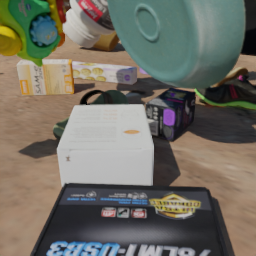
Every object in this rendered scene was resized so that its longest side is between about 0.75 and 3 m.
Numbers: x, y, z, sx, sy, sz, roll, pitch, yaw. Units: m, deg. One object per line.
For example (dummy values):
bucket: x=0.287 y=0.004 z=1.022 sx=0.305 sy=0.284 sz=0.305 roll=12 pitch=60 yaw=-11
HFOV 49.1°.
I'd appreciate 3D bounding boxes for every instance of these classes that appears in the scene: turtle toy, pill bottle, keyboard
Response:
turtle toy: x=-2.030 y=-2.606 z=5.698 sx=1.362 sy=2.694 sz=1.964 roll=-10 pitch=14 yaw=-1
pill bottle: x=-0.607 y=-3.636 z=7.753 sx=1.574 sy=2.843 sz=1.574 roll=32 pitch=35 yaw=-26
keyboard: x=2.028 y=-2.192 z=5.382 sx=2.521 sy=1.514 sz=0.323 roll=19 pitch=13 yaw=38

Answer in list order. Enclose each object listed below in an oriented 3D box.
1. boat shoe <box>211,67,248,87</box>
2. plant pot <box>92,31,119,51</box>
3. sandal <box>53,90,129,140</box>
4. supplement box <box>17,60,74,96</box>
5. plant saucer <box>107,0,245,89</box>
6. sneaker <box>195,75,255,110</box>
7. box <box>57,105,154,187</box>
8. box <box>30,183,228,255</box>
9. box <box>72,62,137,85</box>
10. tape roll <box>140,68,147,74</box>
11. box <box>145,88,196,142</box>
boat shoe: x=3.525 y=-1.764 z=10.251 sx=2.314 sy=0.835 sz=0.833 roll=-26 pitch=36 yaw=-33
plant pot: x=-2.011 y=-6.199 z=17.741 sx=2.884 sy=2.688 sz=2.688 roll=35 pitch=33 yaw=6
sandal: x=-0.832 y=-0.527 z=7.482 sx=1.184 sy=0.851 sz=2.981 roll=10 pitch=27 yaw=20
supplement box: x=-2.847 y=-1.780 z=9.861 sx=1.792 sy=1.129 sz=0.659 roll=-3 pitch=27 yaw=-6
plant saucer: x=0.463 y=-1.756 z=4.470 sx=0.510 sy=2.839 sz=2.839 roll=-36 pitch=38 yaw=-20
sneaker: x=3.307 y=-1.195 z=8.739 sx=2.397 sy=1.004 sz=0.920 roll=5 pitch=25 yaw=11
box: x=-0.372 y=0.374 z=5.295 sx=1.505 sy=1.051 sz=1.977 roll=-1 pitch=25 yaw=-1
box: x=0.028 y=1.551 z=3.400 sx=2.257 sy=0.561 sz=2.240 roll=2 pitch=24 yaw=5
box: x=-1.108 y=-2.299 z=11.598 sx=2.991 sy=0.620 sz=0.579 roll=11 pitch=27 yaw=19
tape roll: x=1.108 y=-2.775 z=12.912 sx=1.130 sy=0.371 sz=1.130 roll=1 pitch=25 yaw=0
box: x=1.101 y=-0.384 z=7.136 sx=0.765 sy=0.881 sz=1.442 roll=15 pitch=29 yaw=29
